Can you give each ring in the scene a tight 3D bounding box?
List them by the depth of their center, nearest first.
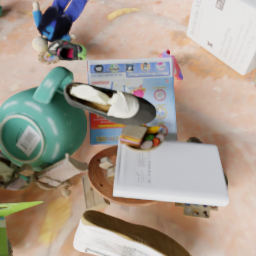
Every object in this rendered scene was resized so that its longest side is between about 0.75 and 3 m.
[{"bbox_3d":[0.082,1.213,7.431,2.326,0.223,2.326,5,32,-3],"label":"ring"}]

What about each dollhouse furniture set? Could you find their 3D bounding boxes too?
[{"bbox_3d":[-1.221,1.287,6.653,1.704,1.999,0.976,-27,56,19],"label":"dollhouse furniture set"}]

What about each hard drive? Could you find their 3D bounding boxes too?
[{"bbox_3d":[1.002,1.009,6.938,2.605,0.342,1.718,6,44,-2],"label":"hard drive"}]

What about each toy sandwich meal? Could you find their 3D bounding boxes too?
[{"bbox_3d":[0.346,0.200,7.028,1.106,0.379,1.106,-5,33,3],"label":"toy sandwich meal"}]

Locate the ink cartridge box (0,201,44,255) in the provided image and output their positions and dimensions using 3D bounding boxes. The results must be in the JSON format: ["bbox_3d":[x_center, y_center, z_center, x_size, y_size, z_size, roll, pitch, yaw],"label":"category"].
[{"bbox_3d":[-3.141,2.218,5.242,2.682,1.982,1.016,-25,67,28],"label":"ink cartridge box"}]

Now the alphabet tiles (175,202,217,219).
[{"bbox_3d":[1.833,1.762,7.602,1.112,0.042,1.337,6,55,3],"label":"alphabet tiles"}]

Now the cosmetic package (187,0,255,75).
[{"bbox_3d":[4.164,-4.084,10.121,2.473,2.471,2.998,-33,60,-20],"label":"cosmetic package"}]

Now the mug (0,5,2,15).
[{"bbox_3d":[-5.958,-4.982,11.783,1.019,0.767,1.241,31,62,19],"label":"mug"}]

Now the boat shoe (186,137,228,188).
[{"bbox_3d":[2.172,0.970,7.786,0.686,0.574,1.921,-12,55,-12],"label":"boat shoe"}]

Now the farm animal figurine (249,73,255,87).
[{"bbox_3d":[4.662,-1.651,8.987,1.262,2.027,2.511,-14,43,41],"label":"farm animal figurine"}]

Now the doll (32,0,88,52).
[{"bbox_3d":[-2.672,-4.088,10.435,1.922,0.683,2.817,34,97,-13],"label":"doll"}]

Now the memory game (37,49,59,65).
[{"bbox_3d":[-2.996,-2.739,10.666,0.927,0.059,0.927,0,55,0],"label":"memory game"}]

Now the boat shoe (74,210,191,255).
[{"bbox_3d":[0.118,2.778,6.327,2.768,0.980,0.959,23,97,-4],"label":"boat shoe"}]

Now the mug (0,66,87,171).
[{"bbox_3d":[-2.326,-0.164,7.150,2.085,2.538,1.569,-4,17,17],"label":"mug"}]

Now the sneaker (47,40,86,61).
[{"bbox_3d":[-2.289,-2.754,9.927,1.775,0.681,0.743,15,24,34],"label":"sneaker"}]

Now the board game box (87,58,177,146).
[{"bbox_3d":[0.098,-0.750,8.235,2.482,0.693,2.430,-2,85,-1],"label":"board game box"}]

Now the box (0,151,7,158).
[{"bbox_3d":[-3.212,0.317,8.380,0.296,0.317,1.529,26,62,11],"label":"box"}]

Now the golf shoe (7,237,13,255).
[{"bbox_3d":[-3.226,2.772,6.725,0.608,0.489,1.250,-39,56,-9],"label":"golf shoe"}]

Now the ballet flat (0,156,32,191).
[{"bbox_3d":[-3.920,0.999,7.575,2.624,0.944,0.944,13,57,9],"label":"ballet flat"}]

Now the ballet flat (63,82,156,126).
[{"bbox_3d":[-0.439,-0.525,5.995,2.117,0.724,0.720,13,81,8],"label":"ballet flat"}]

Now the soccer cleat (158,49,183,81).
[{"bbox_3d":[1.560,-2.229,9.877,0.554,0.483,1.449,-46,50,18],"label":"soccer cleat"}]
